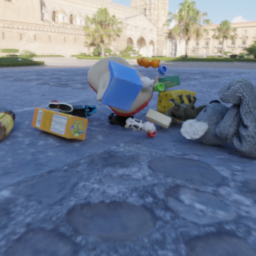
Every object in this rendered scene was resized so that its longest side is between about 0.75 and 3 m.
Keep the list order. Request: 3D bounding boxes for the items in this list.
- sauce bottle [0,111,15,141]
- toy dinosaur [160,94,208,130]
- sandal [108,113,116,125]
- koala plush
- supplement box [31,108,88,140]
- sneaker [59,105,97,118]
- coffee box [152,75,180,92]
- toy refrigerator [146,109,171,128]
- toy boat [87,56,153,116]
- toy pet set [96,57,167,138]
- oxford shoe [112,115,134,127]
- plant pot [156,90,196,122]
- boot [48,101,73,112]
[{"bbox_3d":[-4.801,-0.153,10.691,0.843,0.843,2.555,-2,14,-8],"label":"sauce bottle"},{"bbox_3d":[2.228,-0.646,10.658,2.299,1.176,0.885,-3,20,35],"label":"toy dinosaur"},{"bbox_3d":[-0.637,-0.459,12.632,0.508,0.323,1.351,-2,16,-8],"label":"sandal"},{"bbox_3d":[3.145,-0.102,9.019,2.285,2.368,2.576,-2,-8,-43],"label":"koala plush"},{"bbox_3d":[-2.561,-0.172,10.293,2.457,0.845,0.817,16,4,42],"label":"supplement box"},{"bbox_3d":[-2.176,-0.727,12.151,0.801,0.716,1.955,-13,5,34],"label":"sneaker"},{"bbox_3d":[1.294,-1.862,12.299,1.306,0.467,2.124,-12,4,-13],"label":"coffee box"},{"bbox_3d":[1.168,-0.352,10.799,0.918,0.348,0.321,25,-19,15],"label":"toy refrigerator"},{"bbox_3d":[-0.384,-1.533,11.583,1.882,1.886,2.885,-35,68,-18],"label":"toy boat"},{"bbox_3d":[0.435,-1.340,9.379,2.657,2.846,1.511,15,-13,-26],"label":"toy pet set"},{"bbox_3d":[-0.328,-0.315,11.639,0.615,0.529,1.457,6,1,26],"label":"oxford shoe"},{"bbox_3d":[1.911,-0.999,11.905,1.329,1.338,1.369,5,-2,39],"label":"plant pot"},{"bbox_3d":[-2.631,-0.888,11.055,0.939,0.340,0.677,9,16,-6],"label":"boot"}]
